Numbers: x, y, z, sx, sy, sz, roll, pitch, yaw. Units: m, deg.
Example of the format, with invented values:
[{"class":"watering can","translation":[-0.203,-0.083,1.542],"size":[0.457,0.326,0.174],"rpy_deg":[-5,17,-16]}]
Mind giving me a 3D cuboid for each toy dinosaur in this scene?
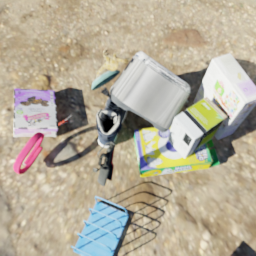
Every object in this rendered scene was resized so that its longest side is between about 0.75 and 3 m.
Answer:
[{"class":"toy dinosaur","translation":[-0.625,-2.156,9.164],"size":[1.384,0.403,0.700],"rpy_deg":[-20,83,21]}]

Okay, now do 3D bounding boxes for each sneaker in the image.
[{"class":"sneaker","translation":[-0.541,-0.606,10.173],"size":[0.903,1.716,2.375],"rpy_deg":[11,69,3]}]

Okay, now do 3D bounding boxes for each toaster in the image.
[{"class":"toaster","translation":[0.698,-1.318,9.689],"size":[2.901,1.648,1.873],"rpy_deg":[30,104,-18]}]

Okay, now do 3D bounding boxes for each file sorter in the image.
[{"class":"file sorter","translation":[-0.853,3.151,8.612],"size":[1.179,1.042,1.699],"rpy_deg":[20,63,12]}]

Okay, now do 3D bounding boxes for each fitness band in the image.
[{"class":"fitness band","translation":[-3.339,0.850,9.525],"size":[0.291,1.117,1.555],"rpy_deg":[27,71,4]}]

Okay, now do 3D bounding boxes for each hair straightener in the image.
[{"class":"hair straightener","translation":[-0.679,1.116,8.303],"size":[0.383,1.874,0.721],"rpy_deg":[37,45,20]}]

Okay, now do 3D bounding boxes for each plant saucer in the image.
[{"class":"plant saucer","translation":[-0.821,-1.714,9.762],"size":[1.183,1.183,0.213],"rpy_deg":[-34,92,-18]}]

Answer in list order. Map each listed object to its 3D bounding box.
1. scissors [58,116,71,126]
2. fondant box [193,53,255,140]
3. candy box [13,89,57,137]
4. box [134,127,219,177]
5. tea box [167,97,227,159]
[{"class":"scissors","translation":[-1.822,-0.205,8.078],"size":[0.295,0.806,0.056],"rpy_deg":[-22,87,-26]},{"class":"fondant box","translation":[3.217,-0.955,9.475],"size":[0.728,2.498,1.802],"rpy_deg":[-21,65,-11]},{"class":"candy box","translation":[-3.543,-0.567,10.691],"size":[1.531,0.653,1.825],"rpy_deg":[0,58,-22]},{"class":"box","translation":[1.751,0.755,10.168],"size":[2.892,0.699,1.697],"rpy_deg":[-6,58,-5]},{"class":"tea box","translation":[2.240,0.018,9.311],"size":[1.449,1.473,0.984],"rpy_deg":[-31,66,-19]}]
